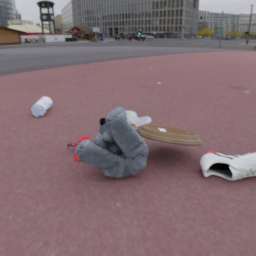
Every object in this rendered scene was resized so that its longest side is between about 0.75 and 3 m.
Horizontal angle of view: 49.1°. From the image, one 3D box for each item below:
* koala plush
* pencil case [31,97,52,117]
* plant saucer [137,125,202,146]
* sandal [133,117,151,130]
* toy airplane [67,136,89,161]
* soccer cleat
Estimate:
[{"bbox_3d":[-0.411,0.380,9.803,2.107,2.183,2.376,-44,20,12],"label":"koala plush"},{"bbox_3d":[-4.773,-1.204,15.597,0.786,0.721,1.733,-17,20,5],"label":"pencil case"},{"bbox_3d":[1.544,0.244,10.382,2.412,0.355,2.412,8,8,-1],"label":"plant saucer"},{"bbox_3d":[0.371,-0.130,13.046,1.480,0.424,0.567,-9,52,14],"label":"sandal"},{"bbox_3d":[-1.550,0.736,11.164,1.791,0.329,1.791,3,29,-2],"label":"toy airplane"},{"bbox_3d":[3.741,1.310,9.260,2.659,0.913,1.133,2,27,16],"label":"soccer cleat"}]
